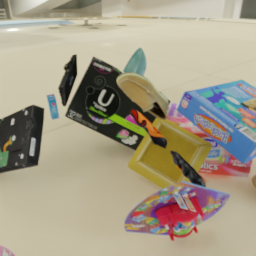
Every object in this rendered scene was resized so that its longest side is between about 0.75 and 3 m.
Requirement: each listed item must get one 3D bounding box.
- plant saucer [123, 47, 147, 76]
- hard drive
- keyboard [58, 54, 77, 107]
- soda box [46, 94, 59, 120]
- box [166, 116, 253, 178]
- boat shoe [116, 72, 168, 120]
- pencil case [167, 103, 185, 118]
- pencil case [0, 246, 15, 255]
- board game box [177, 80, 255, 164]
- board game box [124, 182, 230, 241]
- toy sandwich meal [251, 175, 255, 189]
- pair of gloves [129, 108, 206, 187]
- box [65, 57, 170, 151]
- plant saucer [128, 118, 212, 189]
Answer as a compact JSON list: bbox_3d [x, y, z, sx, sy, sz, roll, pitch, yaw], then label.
[{"bbox_3d":[0.088,-2.087,12.236,0.514,2.858,2.858,25,24,-16],"label":"plant saucer"},{"bbox_3d":[-3.192,0.393,7.821,2.288,1.598,0.433,-15,-24,37],"label":"hard drive"},{"bbox_3d":[-1.668,-1.456,7.810,0.210,0.982,1.636,6,44,-2],"label":"keyboard"},{"bbox_3d":[-2.825,-0.787,10.526,0.296,0.924,0.313,-14,35,-19],"label":"soda box"},{"bbox_3d":[2.275,0.511,8.552,2.690,1.273,1.380,5,22,9],"label":"box"},{"bbox_3d":[0.427,-0.690,6.630,1.725,0.618,0.657,25,48,-39],"label":"boat shoe"},{"bbox_3d":[2.189,-0.177,10.086,2.925,1.228,1.250,9,64,21],"label":"pencil case"},{"bbox_3d":[-2.519,3.050,4.179,1.094,1.047,2.529,-18,28,6],"label":"pencil case"},{"bbox_3d":[2.798,-0.319,6.850,2.634,0.592,2.003,-16,47,-37],"label":"board game box"},{"bbox_3d":[1.017,1.815,5.403,2.197,1.736,0.428,21,34,-36],"label":"board game box"},{"bbox_3d":[3.941,1.635,7.537,1.223,0.419,1.223,-2,25,1],"label":"toy sandwich meal"},{"bbox_3d":[0.878,0.493,6.132,2.171,0.268,1.934,49,7,21],"label":"pair of gloves"},{"bbox_3d":[-0.375,-0.789,9.086,2.658,1.974,1.652,26,12,-14],"label":"box"},{"bbox_3d":[1.107,0.718,7.488,1.738,0.421,1.739,30,81,13],"label":"plant saucer"}]
